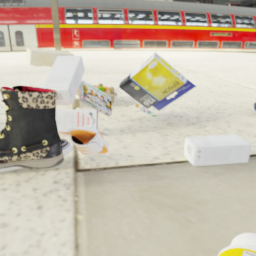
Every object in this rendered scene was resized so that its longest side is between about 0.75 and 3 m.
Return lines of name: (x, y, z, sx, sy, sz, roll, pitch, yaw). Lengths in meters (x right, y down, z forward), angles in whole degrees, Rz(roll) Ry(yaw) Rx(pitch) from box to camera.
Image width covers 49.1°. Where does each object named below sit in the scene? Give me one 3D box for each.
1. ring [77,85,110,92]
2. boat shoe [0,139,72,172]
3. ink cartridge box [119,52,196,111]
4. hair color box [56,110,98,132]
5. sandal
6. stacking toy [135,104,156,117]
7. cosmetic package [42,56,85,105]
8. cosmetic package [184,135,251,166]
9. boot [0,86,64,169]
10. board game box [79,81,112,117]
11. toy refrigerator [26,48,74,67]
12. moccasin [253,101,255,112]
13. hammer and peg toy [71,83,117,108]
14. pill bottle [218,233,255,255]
ring: (-2.184, -2.265, 16.959, 2.265, 0.217, 2.265, 0, 21, 0)
boat shoe: (-2.859, 0.570, 7.792, 2.495, 0.826, 0.872, -10, 22, -9)
ink cartridge box: (1.185, -1.698, 11.705, 2.317, 2.345, 0.551, -34, 28, 43)
hair color box: (-1.863, -0.246, 10.275, 1.488, 0.825, 0.476, 1, -1, 2)
sandal: (-0.913, 0.490, 7.186, 0.693, 0.518, 1.808, -6, -25, 17)
stacking toy: (0.720, -0.699, 11.316, 0.812, 0.191, 0.612, 24, 9, -23)
cosmetic package: (-2.453, -1.872, 10.806, 1.081, 0.787, 2.126, 3, 48, 9)
cosmetic package: (2.602, 0.649, 8.269, 1.699, 0.629, 0.864, -1, 20, -9)
boot: (-2.791, -0.021, 6.572, 2.516, 1.895, 0.921, 3, 18, -4)
board game box: (-1.305, -1.170, 11.394, 1.540, 0.267, 0.972, 29, 40, -38)
toy refrigerator: (-3.308, -2.943, 11.920, 1.845, 0.645, 0.700, -3, 28, -33)
moccasin: (6.245, -0.965, 12.521, 0.883, 0.749, 2.195, 2, 20, 5)
hammer and peg toy: (-1.992, -1.730, 14.502, 2.396, 0.845, 1.763, -13, 23, -31)
pill bottle: (1.481, 2.154, 3.553, 0.968, 0.968, 1.722, 12, 22, 30)
